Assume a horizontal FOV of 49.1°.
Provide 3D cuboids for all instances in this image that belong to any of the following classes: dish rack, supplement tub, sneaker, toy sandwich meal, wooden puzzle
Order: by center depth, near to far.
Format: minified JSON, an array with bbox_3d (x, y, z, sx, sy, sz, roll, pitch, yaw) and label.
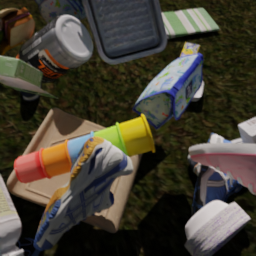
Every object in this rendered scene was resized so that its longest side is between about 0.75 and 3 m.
[{"bbox_3d":[-3.115,1.394,4.634,2.114,2.114,2.916,-25,77,-18],"label":"supplement tub"},{"bbox_3d":[-0.799,1.359,5.043,1.044,2.368,0.891,31,10,-17],"label":"sneaker"},{"bbox_3d":[2.398,0.982,5.332,2.573,0.968,1.345,2,85,26],"label":"sneaker"},{"bbox_3d":[2.194,1.196,6.588,1.081,1.063,2.808,17,46,15],"label":"sneaker"},{"bbox_3d":[-1.108,0.935,6.753,2.621,0.488,2.424,24,55,-5],"label":"wooden puzzle"},{"bbox_3d":[-3.222,3.040,6.890,1.955,0.762,0.686,-6,52,-4],"label":"sneaker"},{"bbox_3d":[-3.105,-2.448,7.314,0.518,1.513,1.513,39,59,-2],"label":"toy sandwich meal"},{"bbox_3d":[-2.146,-2.077,7.868,2.161,1.324,1.324,-18,42,38],"label":"supplement tub"},{"bbox_3d":[-0.207,-3.448,8.225,2.506,2.920,0.636,-23,13,-28],"label":"dish rack"},{"bbox_3d":[2.936,0.984,8.426,2.134,0.837,0.847,-16,50,1],"label":"sneaker"},{"bbox_3d":[-3.759,-2.180,10.712,0.838,0.979,2.388,-11,53,-8],"label":"sneaker"}]

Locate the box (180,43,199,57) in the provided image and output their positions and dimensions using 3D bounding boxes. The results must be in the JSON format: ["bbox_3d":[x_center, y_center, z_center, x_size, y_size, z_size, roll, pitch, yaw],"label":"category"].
[{"bbox_3d":[2.369,-2.656,11.329,0.635,0.582,1.811,16,55,12],"label":"box"}]

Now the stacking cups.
[{"bbox_3d":[-0.859,0.528,5.583,2.729,0.826,0.826,-18,55,-3],"label":"stacking cups"}]

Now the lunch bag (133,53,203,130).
[{"bbox_3d":[1.085,-0.938,6.971,1.098,1.723,1.465,38,65,0],"label":"lunch bag"}]

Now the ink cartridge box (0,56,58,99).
[{"bbox_3d":[-2.972,-1.369,7.536,1.517,2.085,0.500,12,87,16],"label":"ink cartridge box"}]

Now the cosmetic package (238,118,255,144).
[{"bbox_3d":[3.115,0.255,6.538,0.686,0.820,0.682,-25,23,4],"label":"cosmetic package"}]

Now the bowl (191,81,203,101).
[{"bbox_3d":[2.249,-1.422,10.517,1.038,0.387,1.036,13,54,9],"label":"bowl"}]

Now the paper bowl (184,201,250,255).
[{"bbox_3d":[1.505,1.775,4.979,1.203,1.203,0.626,-29,56,-20],"label":"paper bowl"}]

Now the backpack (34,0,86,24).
[{"bbox_3d":[-2.087,-3.867,8.540,1.409,1.540,1.131,-15,48,24],"label":"backpack"}]

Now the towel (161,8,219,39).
[{"bbox_3d":[2.754,-4.983,13.296,2.512,0.294,1.916,-11,54,-10],"label":"towel"}]
